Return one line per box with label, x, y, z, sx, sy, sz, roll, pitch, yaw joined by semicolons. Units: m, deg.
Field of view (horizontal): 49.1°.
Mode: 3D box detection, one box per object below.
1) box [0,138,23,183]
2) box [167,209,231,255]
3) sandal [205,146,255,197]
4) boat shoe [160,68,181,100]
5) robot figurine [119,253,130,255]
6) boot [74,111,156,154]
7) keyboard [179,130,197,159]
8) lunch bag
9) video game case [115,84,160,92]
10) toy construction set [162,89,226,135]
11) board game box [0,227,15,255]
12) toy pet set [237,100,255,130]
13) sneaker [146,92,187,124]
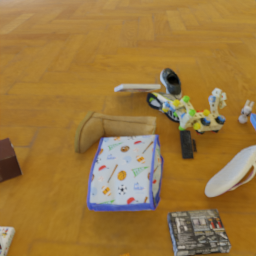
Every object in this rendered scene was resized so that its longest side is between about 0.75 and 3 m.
box;-4.518;1.194;9.701;1.264;1.038;1.049;-20;43;-23
box;1.976;2.971;8.017;1.522;0.379;1.200;-3;39;-4
sandal;3.785;1.543;9.452;2.998;1.220;0.737;-33;89;-30
boat shoe;2.280;-2.476;14.472;0.953;0.786;2.778;-2;39;-3
robot figurine;-0.308;3.634;7.299;0.870;0.253;0.631;-12;40;-16
boot;-0.426;0.184;11.055;2.909;0.962;2.547;7;39;7
keyboard;2.308;0.600;10.631;0.599;0.228;1.152;-3;70;-1
lunch bag;-0.032;1.514;8.643;2.053;1.496;2.415;-6;37;16
video game case;0.401;-1.878;13.349;1.807;0.208;1.647;-1;2;-15
toy construction set;2.938;-0.650;11.459;2.744;1.264;1.799;-16;52;-21
board game box;-4.072;3.230;7.791;1.500;0.260;0.947;1;39;2
toy pet set;5.849;-0.032;11.178;2.880;2.689;1.529;21;88;23
sneaker;1.969;-1.059;12.668;1.000;0.913;2.471;-24;46;-31
